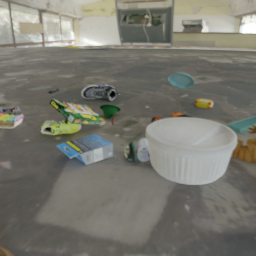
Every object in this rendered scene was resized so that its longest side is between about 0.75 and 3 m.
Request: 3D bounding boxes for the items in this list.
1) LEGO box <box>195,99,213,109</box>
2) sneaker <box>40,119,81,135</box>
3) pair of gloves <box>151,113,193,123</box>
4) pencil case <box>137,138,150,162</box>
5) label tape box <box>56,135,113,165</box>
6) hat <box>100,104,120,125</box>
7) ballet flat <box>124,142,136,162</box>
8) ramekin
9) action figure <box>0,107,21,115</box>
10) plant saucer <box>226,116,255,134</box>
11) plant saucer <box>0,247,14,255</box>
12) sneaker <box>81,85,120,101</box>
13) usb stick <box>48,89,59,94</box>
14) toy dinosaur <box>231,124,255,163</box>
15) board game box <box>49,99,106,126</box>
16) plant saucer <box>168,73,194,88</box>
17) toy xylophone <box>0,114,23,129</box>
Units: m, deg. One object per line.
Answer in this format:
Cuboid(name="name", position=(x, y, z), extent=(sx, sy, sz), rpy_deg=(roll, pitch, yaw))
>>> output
Cuboid(name="LEGO box", position=(3.762, -1.203, 13.860), extent=(0.753, 0.291, 0.561), rpy_deg=(13, 24, 29))
Cuboid(name="sneaker", position=(-2.494, 0.045, 10.369), extent=(1.568, 0.591, 0.599), rpy_deg=(-6, 26, 15))
Cuboid(name="pair of gloves", position=(1.974, -0.254, 11.505), extent=(1.865, 0.231, 1.662), rpy_deg=(-10, 22, -30))
Cuboid(name="pencil case", position=(0.488, 0.676, 8.764), extent=(0.402, 0.439, 0.967), rpy_deg=(-14, 18, 9))
Cuboid(name="label tape box", position=(-1.343, 0.707, 8.661), extent=(1.442, 0.477, 1.033), rpy_deg=(-17, 26, -33))
Cuboid(name="hat", position=(-0.842, -0.436, 12.155), extent=(0.908, 0.964, 1.096), rpy_deg=(1, -15, 14))
Cuboid(name="ballet flat", position=(0.055, 0.729, 8.797), extent=(0.347, 0.345, 1.014), rpy_deg=(-8, 21, 1))
Cuboid(name="ramekin", position=(1.711, 0.616, 7.918), extent=(2.479, 1.154, 2.479), rpy_deg=(0, 20, 0))
Cuboid(name="action figure", position=(-5.396, -0.783, 12.746), extent=(1.014, 0.352, 0.660), rpy_deg=(0, 14, -9))
Cuboid(name="plant saucer", position=(4.850, -0.171, 11.344), extent=(2.056, 0.195, 0.719), rpy_deg=(-13, 25, -33))
Cuboid(name="plant saucer", position=(-2.672, 2.463, 4.371), extent=(1.858, 0.274, 1.858), rpy_deg=(0, 20, 0))
Cuboid(name="sneaker", position=(-1.422, -1.852, 14.891), extent=(1.975, 0.745, 1.124), rpy_deg=(-8, 20, -25))
Cuboid(name="usb stick", position=(-4.425, -2.200, 16.676), extent=(0.233, 0.137, 0.839), rpy_deg=(7, 22, 19))
Cuboid(name="toy dinosaur", position=(3.970, 0.758, 8.433), extent=(2.861, 0.864, 1.519), rpy_deg=(9, 48, 32))
Cuboid(name="board game box", position=(-1.779, -0.531, 10.363), extent=(1.190, 0.266, 2.271), rpy_deg=(41, 13, 18))
Cuboid(name="plant saucer", position=(2.586, -2.328, 13.574), extent=(1.293, 0.177, 1.293), rpy_deg=(15, -19, 5))
Cuboid(name="toy xylophone", position=(-5.105, -0.353, 11.461), extent=(1.696, 0.426, 1.241), rpy_deg=(0, 20, -1))
